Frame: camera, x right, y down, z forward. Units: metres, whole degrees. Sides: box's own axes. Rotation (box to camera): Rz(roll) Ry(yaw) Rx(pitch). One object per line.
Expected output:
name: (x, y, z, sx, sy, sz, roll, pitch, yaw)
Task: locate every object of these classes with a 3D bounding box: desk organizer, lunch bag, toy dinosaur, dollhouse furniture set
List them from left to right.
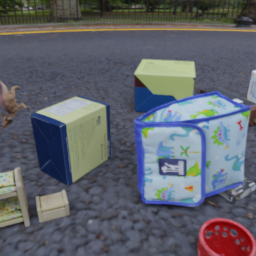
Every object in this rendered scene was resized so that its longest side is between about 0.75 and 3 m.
toy dinosaur: (-4.080, -0.799, 9.506, 0.669, 1.558, 1.056, 5, 35, 33)
dollhouse furniture set: (-3.165, 1.416, 7.656, 2.592, 1.441, 2.292, -10, 29, -19)
lunch bag: (1.616, 0.607, 7.557, 2.939, 2.499, 1.873, -13, 25, -15)
desk organizer: (4.402, -0.962, 12.705, 0.974, 1.045, 2.715, -13, 30, -23)

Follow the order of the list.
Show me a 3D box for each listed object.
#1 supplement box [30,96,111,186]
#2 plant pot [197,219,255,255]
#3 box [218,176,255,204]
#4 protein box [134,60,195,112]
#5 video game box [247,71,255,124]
supplement box: (-1.744, 0.310, 9.099, 1.397, 2.082, 2.079, 19, 33, 32)
plant pot: (1.977, 2.627, 5.790, 1.099, 1.001, 1.099, 0, 27, 0)
box: (3.140, 1.726, 8.351, 1.075, 0.260, 0.851, -16, 32, -30)
protein box: (1.854, -2.123, 14.028, 2.774, 1.886, 2.795, 5, 28, 9)
video game box: (5.767, -1.140, 11.869, 0.502, 2.143, 1.952, -4, 27, -6)
